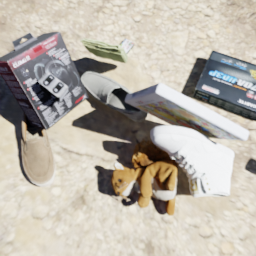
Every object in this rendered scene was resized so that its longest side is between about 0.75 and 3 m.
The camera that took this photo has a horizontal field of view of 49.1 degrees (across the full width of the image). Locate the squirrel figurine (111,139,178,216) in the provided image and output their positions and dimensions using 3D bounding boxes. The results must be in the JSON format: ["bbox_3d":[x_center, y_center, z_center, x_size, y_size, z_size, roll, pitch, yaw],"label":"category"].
[{"bbox_3d":[0.517,1.420,8.610,1.947,1.476,2.086,3,49,13],"label":"squirrel figurine"}]

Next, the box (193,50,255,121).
[{"bbox_3d":[3.919,-1.597,10.316,2.537,0.584,2.017,23,66,11],"label":"box"}]

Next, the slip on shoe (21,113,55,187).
[{"bbox_3d":[-2.981,0.587,9.110,1.006,0.802,2.646,-9,63,-10],"label":"slip on shoe"}]

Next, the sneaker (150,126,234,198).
[{"bbox_3d":[1.793,1.056,7.749,2.793,1.029,1.614,21,63,-18],"label":"sneaker"}]

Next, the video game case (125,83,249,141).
[{"bbox_3d":[1.503,-0.357,8.016,2.808,2.556,0.321,25,83,-16],"label":"video game case"}]

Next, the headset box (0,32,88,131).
[{"bbox_3d":[-2.589,-1.542,8.539,0.993,2.573,1.914,11,45,41],"label":"headset box"}]

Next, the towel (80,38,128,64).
[{"bbox_3d":[-0.729,-2.660,9.673,1.457,1.963,0.358,16,94,6],"label":"towel"}]

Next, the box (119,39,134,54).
[{"bbox_3d":[-0.156,-3.210,11.347,0.473,0.149,0.859,30,68,14],"label":"box"}]

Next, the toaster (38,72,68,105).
[{"bbox_3d":[-2.055,-1.091,7.729,0.699,0.773,0.459,38,75,-5],"label":"toaster"}]

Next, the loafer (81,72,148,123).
[{"bbox_3d":[-0.529,-1.206,9.817,2.871,1.002,1.004,30,85,16],"label":"loafer"}]
